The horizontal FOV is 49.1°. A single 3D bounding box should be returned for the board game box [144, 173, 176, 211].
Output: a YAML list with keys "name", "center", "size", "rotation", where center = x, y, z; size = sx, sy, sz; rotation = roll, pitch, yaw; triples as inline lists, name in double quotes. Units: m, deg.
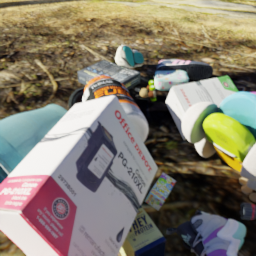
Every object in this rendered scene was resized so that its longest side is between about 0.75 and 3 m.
- name: "board game box"
  center: [0.856, 1.671, 7.383]
  size: [0.428, 0.436, 0.832]
  rotation: [33, 44, 12]

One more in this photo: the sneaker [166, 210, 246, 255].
- name: "sneaker"
  center: [1.484, 2.526, 5.766]
  size: [1.557, 0.865, 2.226]
  rotation: [20, 25, 17]

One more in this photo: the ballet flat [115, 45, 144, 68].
- name: "ballet flat"
  center: [-0.059, -3.253, 13.406]
  size: [1.047, 1.047, 2.917]
  rotation: [14, 11, 18]

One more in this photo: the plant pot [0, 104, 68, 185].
- name: "plant pot"
  center: [-2.093, 0.553, 6.277]
  size: [2.114, 2.114, 1.986]
  rotation: [23, 46, 29]

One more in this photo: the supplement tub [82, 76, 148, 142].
- name: "supplement tub"
  center: [-0.557, -0.528, 9.357]
  size: [1.709, 1.709, 2.790]
  rotation: [-11, 40, -15]

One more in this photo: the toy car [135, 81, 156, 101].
- name: "toy car"
  center: [0.713, -1.503, 11.675]
  size: [0.840, 0.690, 0.662]
  rotation: [-6, 43, 2]

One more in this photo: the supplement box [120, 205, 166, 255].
- name: "supplement box"
  center: [0.215, 2.406, 5.935]
  size: [0.675, 1.005, 1.004]
  rotation: [-18, 39, -23]

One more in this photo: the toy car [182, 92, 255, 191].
- name: "toy car"
  center: [3.011, 0.121, 7.306]
  size: [2.489, 2.844, 2.132]
  rotation: [37, 89, 37]

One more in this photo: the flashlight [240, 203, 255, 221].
- name: "flashlight"
  center: [3.431, 2.118, 6.861]
  size: [1.251, 0.425, 0.424]
  rotation: [7, 56, 8]

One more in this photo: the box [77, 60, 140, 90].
- name: "box"
  center: [-0.878, -2.327, 12.905]
  size: [2.330, 0.594, 1.837]
  rotation: [24, 41, 29]

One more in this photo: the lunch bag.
- name: "lunch bag"
  center: [1.916, -2.195, 12.726]
  size: [1.542, 0.594, 1.237]
  rotation: [2, 36, 3]

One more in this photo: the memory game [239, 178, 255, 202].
- name: "memory game"
  center: [3.847, 1.661, 7.769]
  size: [1.479, 0.094, 1.479]
  rotation: [0, 36, 0]

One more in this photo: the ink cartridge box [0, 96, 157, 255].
- name: "ink cartridge box"
  center: [-0.786, 1.051, 5.278]
  size: [1.214, 2.084, 2.879]
  rotation: [-10, 32, 36]

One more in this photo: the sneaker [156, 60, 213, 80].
- name: "sneaker"
  center: [2.703, -2.944, 13.482]
  size: [2.653, 0.931, 1.088]
  rotation: [5, 39, 5]

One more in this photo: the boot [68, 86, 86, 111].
- name: "boot"
  center: [-1.176, -1.144, 11.094]
  size: [1.681, 0.764, 2.000]
  rotation: [11, 31, 21]

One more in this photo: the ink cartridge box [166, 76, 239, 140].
- name: "ink cartridge box"
  center: [2.751, -0.727, 9.848]
  size: [2.372, 0.985, 1.739]
  rotation: [-12, 63, -17]
